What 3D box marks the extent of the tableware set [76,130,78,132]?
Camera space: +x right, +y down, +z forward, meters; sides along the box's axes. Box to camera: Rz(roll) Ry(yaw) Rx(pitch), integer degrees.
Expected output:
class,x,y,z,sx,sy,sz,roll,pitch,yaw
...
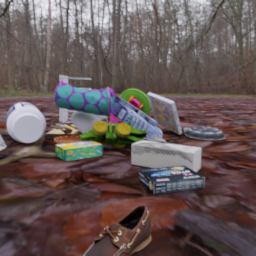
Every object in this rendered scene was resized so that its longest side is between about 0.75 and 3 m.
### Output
class,x,y,z,sx,sy,sz,roll,pitch,yaw
tableware set,-1.689,-0.200,12.435,1.346,0.187,1.611,-32,12,11

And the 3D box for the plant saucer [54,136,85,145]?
class,x,y,z,sx,sy,sz,roll,pitch,yaw
plant saucer,-2.158,0.472,10.443,1.176,0.190,1.176,1,8,0

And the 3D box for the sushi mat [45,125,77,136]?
class,x,y,z,sx,sy,sz,roll,pitch,yaw
sushi mat,-2.869,0.099,12.878,1.159,0.147,2.423,1,10,1

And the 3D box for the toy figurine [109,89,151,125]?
class,x,y,z,sx,sy,sz,roll,pitch,yaw
toy figurine,-0.231,-0.496,13.046,1.651,2.199,2.024,42,41,0

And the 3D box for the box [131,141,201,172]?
class,x,y,z,sx,sy,sz,roll,pitch,yaw
box,0.974,0.750,7.348,1.733,0.593,0.712,5,10,30

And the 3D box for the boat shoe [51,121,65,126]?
class,x,y,z,sx,sy,sz,roll,pitch,yaw
boat shoe,-3.518,-0.196,14.346,0.862,0.303,0.304,0,7,-6

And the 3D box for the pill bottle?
class,x,y,z,sx,sy,sz,roll,pitch,yaw
pill bottle,-3.893,-0.175,10.653,1.361,1.361,2.450,-4,12,-23

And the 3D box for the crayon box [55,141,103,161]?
class,x,y,z,sx,sy,sz,roll,pitch,yaw
crayon box,-1.488,0.680,8.507,1.244,0.362,0.739,-5,11,-35

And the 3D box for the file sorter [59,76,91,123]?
class,x,y,z,sx,sy,sz,roll,pitch,yaw
file sorter,-2.962,-1.615,15.998,1.629,2.616,1.815,1,9,-4

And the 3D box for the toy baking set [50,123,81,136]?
class,x,y,z,sx,sy,sz,roll,pitch,yaw
toy baking set,-2.389,0.087,10.957,1.167,0.177,1.521,18,-17,-31

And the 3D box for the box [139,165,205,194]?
class,x,y,z,sx,sy,sz,roll,pitch,yaw
box,0.914,1.107,6.105,1.162,0.267,0.924,-3,9,-16

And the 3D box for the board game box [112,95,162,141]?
class,x,y,z,sx,sy,sz,roll,pitch,yaw
board game box,0.419,-0.281,10.809,2.303,0.711,2.305,30,5,-29

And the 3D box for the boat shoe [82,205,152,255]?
class,x,y,z,sx,sy,sz,roll,pitch,yaw
boat shoe,-0.156,1.408,3.501,0.501,0.501,1.424,6,12,29

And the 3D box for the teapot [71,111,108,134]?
class,x,y,z,sx,sy,sz,roll,pitch,yaw
teapot,-1.346,-0.348,10.772,1.574,1.149,1.553,42,6,15

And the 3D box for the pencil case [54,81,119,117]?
class,x,y,z,sx,sy,sz,roll,pitch,yaw
pencil case,-1.470,-1.011,9.721,2.143,0.990,0.912,9,12,16

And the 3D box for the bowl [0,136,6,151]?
class,x,y,z,sx,sy,sz,roll,pitch,yaw
bowl,-5.274,0.220,9.311,2.219,1.041,2.219,1,8,0

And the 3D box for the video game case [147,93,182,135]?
class,x,y,z,sx,sy,sz,roll,pitch,yaw
video game case,1.547,-0.631,12.063,0.197,1.569,1.724,-32,33,-19

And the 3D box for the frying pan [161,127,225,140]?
class,x,y,z,sx,sy,sz,roll,pitch,yaw
frying pan,2.844,0.149,12.024,1.621,0.436,2.679,-7,15,-41

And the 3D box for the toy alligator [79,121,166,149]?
class,x,y,z,sx,sy,sz,roll,pitch,yaw
toy alligator,-0.158,0.204,9.299,2.869,0.689,0.951,6,-35,-11
